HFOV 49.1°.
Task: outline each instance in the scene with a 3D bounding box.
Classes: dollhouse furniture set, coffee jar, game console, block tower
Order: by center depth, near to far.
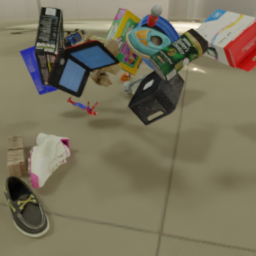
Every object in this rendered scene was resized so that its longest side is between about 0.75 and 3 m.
[{"bbox_3d":[1.214,-1.756,6.651,1.323,0.564,0.690,-36,61,0],"label":"coffee jar"},{"bbox_3d":[-1.036,-1.368,6.851,0.898,1.304,1.513,21,0,20],"label":"game console"},{"bbox_3d":[-3.703,0.897,9.301,0.500,0.535,1.852,-10,31,-18],"label":"block tower"},{"bbox_3d":[-0.578,-2.181,9.723,1.973,1.745,1.097,27,73,37],"label":"dollhouse furniture set"}]

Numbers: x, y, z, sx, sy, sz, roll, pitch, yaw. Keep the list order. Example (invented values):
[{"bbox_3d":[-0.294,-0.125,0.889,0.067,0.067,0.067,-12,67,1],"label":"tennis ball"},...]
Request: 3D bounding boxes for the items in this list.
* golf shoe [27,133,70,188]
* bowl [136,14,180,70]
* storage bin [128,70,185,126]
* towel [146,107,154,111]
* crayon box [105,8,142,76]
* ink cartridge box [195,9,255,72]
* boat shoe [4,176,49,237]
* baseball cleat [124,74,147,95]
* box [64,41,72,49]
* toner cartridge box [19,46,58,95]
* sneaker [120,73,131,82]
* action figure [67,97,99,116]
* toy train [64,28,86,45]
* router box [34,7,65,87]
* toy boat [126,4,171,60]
[{"bbox_3d":[-2.446,0.919,8.833,1.170,0.963,2.557,0,29,-7],"label":"golf shoe"},{"bbox_3d":[1.490,-3.922,13.229,2.903,2.903,0.570,-27,3,-41],"label":"bowl"},{"bbox_3d":[0.954,-1.144,9.243,1.308,0.907,1.935,-27,24,39],"label":"storage bin"},{"bbox_3d":[0.754,-0.945,13.192,0.889,0.133,0.651,-4,29,-9],"label":"towel"},{"bbox_3d":[-0.039,-4.142,13.736,2.151,2.493,0.727,19,11,-42],"label":"crayon box"},{"bbox_3d":[3.346,-2.865,9.035,1.431,0.828,2.462,-43,41,-2],"label":"ink cartridge box"},{"bbox_3d":[-2.677,1.952,7.161,0.732,0.618,2.054,-21,34,-35],"label":"boat shoe"},{"bbox_3d":[0.415,-2.486,15.450,1.157,0.758,2.174,10,29,18],"label":"baseball cleat"},{"bbox_3d":[-2.384,-2.382,10.612,1.031,1.389,0.744,-22,45,-6],"label":"box"},{"bbox_3d":[-3.660,-2.414,11.705,0.924,1.945,0.420,-9,23,24],"label":"toner cartridge box"},{"bbox_3d":[-0.243,-3.005,16.881,0.515,0.488,1.336,-8,17,22],"label":"sneaker"},{"bbox_3d":[-1.352,-0.768,8.863,1.022,0.506,0.333,34,-13,-19],"label":"action figure"},{"bbox_3d":[-2.934,-3.474,11.680,2.688,0.458,0.616,-14,45,24],"label":"toy train"},{"bbox_3d":[-2.164,-2.191,7.913,0.579,1.864,1.397,4,70,-9],"label":"router box"},{"bbox_3d":[0.768,-3.207,9.427,1.583,0.875,1.883,13,69,-9],"label":"toy boat"}]
